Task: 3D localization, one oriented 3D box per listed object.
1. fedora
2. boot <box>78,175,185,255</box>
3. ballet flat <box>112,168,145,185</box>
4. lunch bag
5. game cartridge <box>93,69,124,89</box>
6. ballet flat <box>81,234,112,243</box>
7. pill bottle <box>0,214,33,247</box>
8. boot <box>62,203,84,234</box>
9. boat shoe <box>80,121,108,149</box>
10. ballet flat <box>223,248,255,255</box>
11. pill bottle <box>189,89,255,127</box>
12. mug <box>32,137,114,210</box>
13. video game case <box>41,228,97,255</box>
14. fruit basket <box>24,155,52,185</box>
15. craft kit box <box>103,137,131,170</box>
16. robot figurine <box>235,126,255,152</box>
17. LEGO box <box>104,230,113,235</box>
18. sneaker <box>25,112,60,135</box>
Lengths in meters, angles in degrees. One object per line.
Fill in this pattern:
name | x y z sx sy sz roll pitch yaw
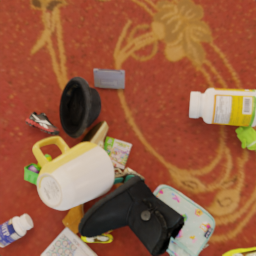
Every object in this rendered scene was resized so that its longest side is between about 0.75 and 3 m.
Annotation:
fedora | -1.630 -0.719 10.194 1.011 2.213 2.213 -2 75 -42
boot | 0.081 3.040 8.664 2.787 1.064 2.342 -36 49 -15
ballet flat | -0.214 1.709 9.974 1.742 0.591 0.656 5 39 -29
lunch bag | 1.627 3.308 9.613 2.408 0.928 1.932 36 80 7
game cartridge | -0.726 -1.886 10.793 1.181 0.766 0.227 4 44 3
ballet flat | -1.106 3.840 9.791 1.121 0.376 0.374 3 78 1
pill bottle | -3.955 3.511 9.692 1.165 0.697 0.697 -30 80 -6
boot | -1.968 2.961 9.926 0.990 0.487 1.383 -39 79 -3
boat shoe | -1.329 0.828 10.161 0.794 0.886 2.393 43 62 -25
ballet flat | 3.976 4.399 9.435 1.977 0.663 0.660 -12 66 -7
pill bottle | 3.445 -0.772 10.196 2.330 1.294 1.294 5 78 13
mug | -1.989 1.573 9.081 2.419 1.986 1.937 17 111 28
video game case | -2.159 4.727 9.688 1.694 0.220 1.861 42 82 8
fruit basket | -3.113 1.494 10.099 1.092 0.788 1.092 1 98 5
craft kit box | -0.481 0.941 10.471 0.994 0.241 0.981 17 76 3
robot figurine | 4.493 0.370 10.379 0.919 0.606 1.048 -32 78 -21
LEGO box | -0.533 3.077 9.912 1.134 0.438 0.845 -34 81 -6
sneaker | -3.151 -0.195 10.559 1.364 0.482 0.666 23 81 6
